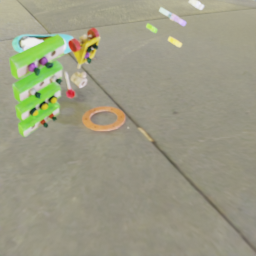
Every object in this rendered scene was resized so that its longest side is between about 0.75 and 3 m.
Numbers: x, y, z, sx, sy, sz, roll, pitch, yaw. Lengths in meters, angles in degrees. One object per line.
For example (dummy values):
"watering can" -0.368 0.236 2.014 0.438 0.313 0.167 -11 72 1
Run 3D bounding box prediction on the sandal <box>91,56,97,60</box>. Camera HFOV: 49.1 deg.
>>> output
"sandal" -2.257 -4.001 15.361 1.248 0.341 0.510 23 42 29

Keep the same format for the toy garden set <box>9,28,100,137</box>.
"toy garden set" -1.741 -1.095 7.254 0.575 2.884 2.404 41 56 11

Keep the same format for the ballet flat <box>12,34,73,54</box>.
"ballet flat" -2.583 -2.611 8.827 1.982 0.667 0.697 -8 17 -21

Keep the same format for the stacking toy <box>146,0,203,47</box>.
"stacking toy" 1.505 -3.897 9.792 0.471 1.512 2.005 8 30 -44

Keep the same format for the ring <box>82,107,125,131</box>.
"ring" -0.902 -0.328 10.433 1.589 0.153 1.589 -1 36 1
